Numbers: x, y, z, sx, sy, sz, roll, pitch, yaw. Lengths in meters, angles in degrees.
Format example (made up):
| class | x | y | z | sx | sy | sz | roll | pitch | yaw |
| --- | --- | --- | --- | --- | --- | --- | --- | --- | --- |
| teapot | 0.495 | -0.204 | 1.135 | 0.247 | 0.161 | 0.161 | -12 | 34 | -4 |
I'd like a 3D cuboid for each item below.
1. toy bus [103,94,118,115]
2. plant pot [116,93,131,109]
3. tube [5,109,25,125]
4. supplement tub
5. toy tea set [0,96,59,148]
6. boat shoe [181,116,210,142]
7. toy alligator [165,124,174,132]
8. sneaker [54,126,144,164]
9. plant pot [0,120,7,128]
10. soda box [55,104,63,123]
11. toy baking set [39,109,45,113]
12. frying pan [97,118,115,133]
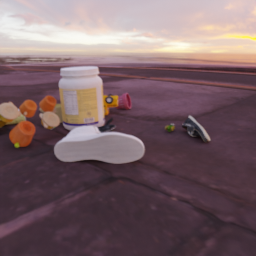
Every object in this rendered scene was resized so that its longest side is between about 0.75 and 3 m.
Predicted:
| class | x | y | z | sx | sy | sz | roll | pitch | yaw |
| --- | --- | --- | --- | --- | --- | --- | --- | --- | --- |
| toy bus | -1.761 | -1.171 | 14.070 | 2.499 | 0.978 | 0.813 | 1 | 16 | 2 |
| plant pot | -0.315 | -1.391 | 15.249 | 0.761 | 0.850 | 0.850 | -12 | 13 | 19 |
| tube | -5.759 | -0.354 | 12.157 | 2.436 | 0.707 | 0.632 | -9 | 49 | -21 |
| supplement tub | -1.926 | -1.238 | 11.673 | 1.785 | 2.455 | 1.785 | -2 | 17 | 1 |
| toy tea set | -3.576 | -0.272 | 10.427 | 0.979 | 1.573 | 2.645 | -43 | -9 | 36 |
| boat shoe | 2.600 | 0.144 | 10.792 | 0.598 | 0.635 | 1.768 | -38 | 26 | 5 |
| toy alligator | 1.753 | 0.017 | 11.551 | 0.314 | 0.228 | 0.948 | 7 | 13 | 22 |
| sneaker | -0.807 | 0.393 | 8.990 | 2.716 | 1.000 | 1.569 | 1 | 20 | 6 |
| plant pot | -5.406 | -0.393 | 11.285 | 0.970 | 0.688 | 0.970 | -37 | -1 | -1 |
| soda box | -2.406 | -0.746 | 13.076 | 2.235 | 0.757 | 0.716 | -5 | 18 | -17 |
| toy baking set | -3.837 | -0.922 | 14.605 | 1.309 | 0.198 | 1.705 | -11 | 20 | -31 |
| frying pan | -1.076 | 0.050 | 11.081 | 1.178 | 0.317 | 1.947 | -14 | 13 | -3 |
